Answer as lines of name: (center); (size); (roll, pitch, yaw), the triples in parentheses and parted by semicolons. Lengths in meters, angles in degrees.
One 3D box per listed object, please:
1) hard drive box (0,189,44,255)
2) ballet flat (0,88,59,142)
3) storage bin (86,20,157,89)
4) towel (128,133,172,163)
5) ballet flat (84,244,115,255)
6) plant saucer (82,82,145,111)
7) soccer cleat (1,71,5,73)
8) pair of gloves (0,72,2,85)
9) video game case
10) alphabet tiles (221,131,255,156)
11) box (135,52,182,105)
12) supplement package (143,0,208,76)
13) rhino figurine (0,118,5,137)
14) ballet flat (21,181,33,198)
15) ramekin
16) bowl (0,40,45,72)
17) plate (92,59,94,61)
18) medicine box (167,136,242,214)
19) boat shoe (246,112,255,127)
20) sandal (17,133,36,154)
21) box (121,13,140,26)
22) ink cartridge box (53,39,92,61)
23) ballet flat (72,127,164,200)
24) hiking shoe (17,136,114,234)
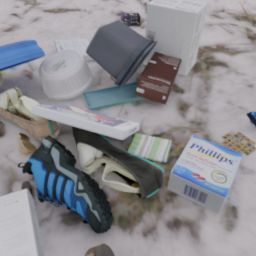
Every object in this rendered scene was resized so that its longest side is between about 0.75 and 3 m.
hard drive box: (-2.326, 2.123, 5.298); (1.226, 0.604, 1.573); (-15, 52, -13)
ballet flat: (-3.046, -0.594, 8.004); (2.824, 0.950, 0.961); (25, 48, 24)
storage bin: (-0.281, -2.410, 8.926); (1.539, 1.668, 2.292); (38, 32, -3)
towel: (0.581, 0.502, 7.442); (1.049, 0.161, 0.783); (13, 45, 13)
ballet flat: (-0.407, 3.236, 4.217); (0.675, 0.980, 2.910); (-29, 44, 13)
plant saucer: (-0.211, -1.062, 9.028); (2.409, 0.229, 0.842); (-14, 46, -13)
soccer cleat: (-4.920, -2.041, 10.035); (1.039, 0.336, 0.435); (7, 74, 2)
pair of gloves: (-5.312, -1.193, 9.025); (1.981, 0.408, 2.329); (-1, 43, -1)
video game case: (-0.942, -0.224, 7.181); (2.255, 0.259, 2.055); (15, 8, 10)
alphabet tiles: (3.020, 0.411, 7.632); (0.715, 0.027, 0.859); (-28, 51, -25)
box: (1.008, -1.653, 8.993); (1.006, 0.752, 2.008); (18, 42, 7)
supplement package: (1.590, -3.243, 9.813); (1.711, 2.197, 1.218); (21, 44, 20)
rhino figurine: (-3.694, -0.022, 7.928); (0.355, 0.243, 0.813); (-16, 44, -18)
ballet flat: (-2.271, 1.640, 6.258); (0.319, 0.220, 0.948); (-3, 48, -20)
ramekin: (-2.068, -1.784, 9.111); (1.768, 0.823, 1.768); (-7, 49, 8)
bowl: (-3.969, -1.980, 8.411); (2.875, 0.564, 2.875); (-17, 17, 5)
plate: (-0.434, -2.463, 10.248); (1.448, 0.234, 1.445); (38, 54, 11)
medicine box: (1.783, 1.024, 6.502); (1.254, 0.709, 1.377); (22, 48, 21)
boat shoe: (3.554, -0.245, 7.886); (0.259, 0.755, 0.318); (-3, 51, 44)
sandal: (-2.734, 0.507, 7.377); (0.387, 0.347, 1.054); (24, 9, -39)
box: (0.123, -5.009, 12.949); (0.821, 0.435, 0.502); (-9, 45, -9)
ink cartridge box: (-2.103, -3.027, 10.921); (1.384, 0.300, 1.359); (-9, 45, -18)
ballet flat: (-0.501, 0.771, 6.644); (2.786, 0.947, 0.953); (26, 57, 25)
hiking shoe: (-1.353, 1.391, 6.178); (1.136, 0.975, 2.620); (-44, 60, -2)
